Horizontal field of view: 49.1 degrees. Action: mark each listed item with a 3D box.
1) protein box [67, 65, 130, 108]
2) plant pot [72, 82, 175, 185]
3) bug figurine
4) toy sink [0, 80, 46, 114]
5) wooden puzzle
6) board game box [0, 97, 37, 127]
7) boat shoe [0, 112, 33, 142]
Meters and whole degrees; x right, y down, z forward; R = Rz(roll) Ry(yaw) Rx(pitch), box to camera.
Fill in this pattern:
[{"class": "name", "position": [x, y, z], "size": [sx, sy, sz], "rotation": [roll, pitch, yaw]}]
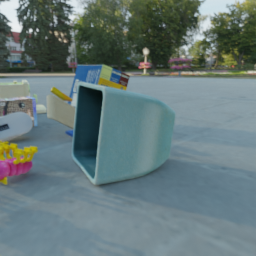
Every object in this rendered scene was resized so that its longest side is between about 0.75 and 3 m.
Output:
[{"class": "protein box", "position": [-1.224, -1.345, 10.940], "size": [1.309, 1.927, 1.941], "rotation": [14, 1, -39]}, {"class": "plant pot", "position": [-0.055, 0.026, 6.215], "size": [1.885, 1.846, 1.851], "rotation": [1, 11, -26]}, {"class": "bug figurine", "position": [-3.103, 0.719, 5.458], "size": [2.764, 0.711, 2.143], "rotation": [4, 7, 36]}, {"class": "toy sink", "position": [-5.303, -1.453, 13.121], "size": [2.649, 1.484, 1.727], "rotation": [-5, 14, -21]}, {"class": "wooden puzzle", "position": [-2.002, -0.447, 8.818], "size": [1.312, 0.227, 1.945], "rotation": [30, 30, -31]}, {"class": "board game box", "position": [-4.040, -0.521, 10.037], "size": [1.324, 1.056, 0.641], "rotation": [-12, 19, -41]}, {"class": "boat shoe", "position": [-4.054, 0.154, 7.924], "size": [0.903, 0.917, 2.587], "rotation": [-26, -3, 43]}]
